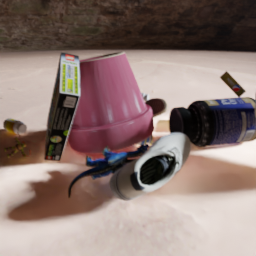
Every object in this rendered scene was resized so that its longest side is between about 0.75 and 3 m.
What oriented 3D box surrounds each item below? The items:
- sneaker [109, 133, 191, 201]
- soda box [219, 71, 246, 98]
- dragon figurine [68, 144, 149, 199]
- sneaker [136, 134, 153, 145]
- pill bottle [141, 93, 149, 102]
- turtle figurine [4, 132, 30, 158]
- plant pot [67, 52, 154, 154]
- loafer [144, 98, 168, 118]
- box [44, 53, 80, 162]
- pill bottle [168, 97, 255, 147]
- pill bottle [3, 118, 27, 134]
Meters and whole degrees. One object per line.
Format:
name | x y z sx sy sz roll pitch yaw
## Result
sneaker | 0.838 0.834 6.498 2.772 1.012 0.981 -32 6 -42
soda box | 3.419 -1.428 9.172 0.910 0.308 0.291 46 21 -2
dragon figurine | -0.385 0.952 6.933 1.184 0.701 2.382 -2 15 40
sneaker | 0.056 0.102 9.765 0.751 0.675 1.826 -16 24 -31
pill bottle | 0.642 -1.596 14.610 0.848 0.480 0.480 7 21 17
turtle figurine | -3.284 0.562 8.237 0.651 0.807 0.260 -24 17 -10
plant pot | -0.779 -0.951 9.066 2.951 2.641 2.951 -10 17 3
loafer | 0.856 -0.700 10.999 1.833 0.694 0.626 -17 -9 43
box | -1.853 -0.458 7.685 0.481 2.771 1.525 7 48 -20
pill bottle | 2.830 -0.177 9.214 2.772 1.550 1.550 -5 21 -14
pill bottle | -4.187 -0.052 10.399 0.906 0.495 0.495 14 24 32
